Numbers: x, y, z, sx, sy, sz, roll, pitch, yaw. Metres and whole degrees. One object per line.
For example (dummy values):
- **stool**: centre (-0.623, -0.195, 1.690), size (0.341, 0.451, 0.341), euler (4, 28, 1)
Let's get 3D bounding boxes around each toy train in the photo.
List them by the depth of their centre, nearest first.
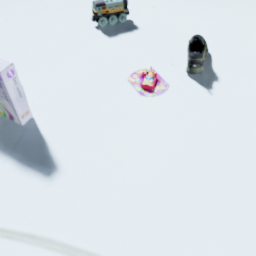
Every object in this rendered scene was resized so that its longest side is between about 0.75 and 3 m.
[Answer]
- **toy train**: centre (-0.958, -6.365, 15.197), size (2.221, 1.266, 0.947), euler (-16, 51, -13)

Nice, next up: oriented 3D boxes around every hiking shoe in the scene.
- **hiking shoe**: centre (3.238, -3.699, 12.831), size (1.043, 1.386, 2.754), euler (7, 50, 8)

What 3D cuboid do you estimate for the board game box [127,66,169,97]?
- **board game box**: centre (0.865, -2.122, 12.179), size (1.480, 0.365, 1.873), euler (-22, 53, -18)

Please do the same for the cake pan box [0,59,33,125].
- **cake pan box**: centre (-4.894, -1.557, 10.186), size (2.463, 2.674, 0.700), euler (21, 52, 16)
